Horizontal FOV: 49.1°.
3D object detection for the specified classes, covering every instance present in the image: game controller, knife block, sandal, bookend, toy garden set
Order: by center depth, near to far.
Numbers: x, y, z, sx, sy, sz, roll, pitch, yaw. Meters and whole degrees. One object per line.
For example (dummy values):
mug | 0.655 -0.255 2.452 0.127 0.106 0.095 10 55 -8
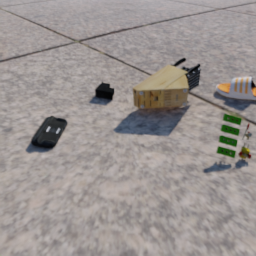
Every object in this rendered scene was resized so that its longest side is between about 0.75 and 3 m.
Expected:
toy garden set | 3.470 0.337 9.041 1.103 0.264 1.323 16 78 -2
game controller | -2.791 0.126 10.047 0.874 0.353 1.676 17 37 -2
knife block | 1.636 -1.989 11.723 2.888 0.924 2.535 -3 43 3
sandal | 5.392 -1.777 12.153 2.959 0.848 1.134 12 37 16
bookend | -0.925 -1.643 12.375 0.825 0.382 0.830 11 37 14
